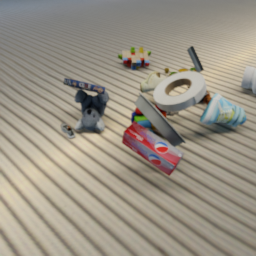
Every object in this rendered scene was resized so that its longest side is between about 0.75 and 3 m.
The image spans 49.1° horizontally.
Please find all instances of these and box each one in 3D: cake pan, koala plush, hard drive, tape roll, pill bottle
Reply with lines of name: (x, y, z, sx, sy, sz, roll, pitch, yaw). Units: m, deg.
cake pan: (1.008, -0.215, 9.413, 0.425, 2.315, 2.315, -42, 41, 4)
koala plush: (-1.486, -0.542, 11.511, 1.399, 1.450, 1.578, 1, 57, -1)
hard drive: (2.787, -2.822, 11.623, 0.180, 1.095, 0.764, -25, 4, 7)
tape roll: (1.953, -1.417, 10.692, 2.042, 0.373, 2.042, -19, 37, 15)
pill bottle: (6.907, -2.210, 13.478, 2.583, 1.433, 1.433, 17, 39, 23)

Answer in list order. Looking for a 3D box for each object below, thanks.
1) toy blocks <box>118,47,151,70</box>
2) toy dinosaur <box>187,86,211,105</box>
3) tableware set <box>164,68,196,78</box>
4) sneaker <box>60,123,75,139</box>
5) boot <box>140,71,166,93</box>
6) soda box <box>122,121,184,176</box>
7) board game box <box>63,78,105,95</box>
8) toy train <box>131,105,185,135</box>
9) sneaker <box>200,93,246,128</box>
toy blocks: (0.424, -3.973, 16.561, 2.006, 1.003, 1.371, -1, 47, -5)
toy dinosaur: (3.372, -1.582, 13.115, 1.351, 1.017, 1.991, 6, 11, -19)
tableware set: (3.025, -3.186, 15.852, 1.940, 0.298, 1.307, 1, 35, 2)
sneaker: (-2.416, 0.032, 11.212, 0.363, 0.390, 0.983, -24, 41, -28)
boot: (1.522, -2.134, 12.997, 1.416, 0.660, 1.831, 3, 32, 30)
soda box: (0.694, 0.603, 8.369, 1.817, 0.636, 0.576, 33, 53, 16)
board game box: (-1.777, -1.676, 11.187, 1.153, 0.295, 1.702, 10, 7, -32)
toy train: (1.416, -0.208, 11.040, 2.380, 1.007, 1.377, -9, 44, -12)
sneaker: (3.793, -0.491, 10.894, 1.598, 0.973, 2.447, 33, 35, 12)
